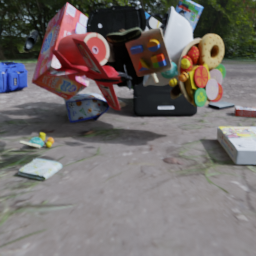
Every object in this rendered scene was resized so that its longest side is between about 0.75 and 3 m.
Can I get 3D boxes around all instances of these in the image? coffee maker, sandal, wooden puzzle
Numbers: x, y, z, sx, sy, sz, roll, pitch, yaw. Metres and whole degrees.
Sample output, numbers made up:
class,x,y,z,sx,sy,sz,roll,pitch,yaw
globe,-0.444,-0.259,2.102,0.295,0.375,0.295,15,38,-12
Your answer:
class,x,y,z,sx,sy,sz,roll,pitch,yaw
coffee maker,-0.028,-2.797,10.270,2.640,1.851,2.748,16,-22,13
sandal,-0.087,-1.988,6.036,0.779,0.309,0.222,-10,55,8
wooden puzzle,0.483,-1.826,6.964,0.997,1.077,0.249,-6,32,28

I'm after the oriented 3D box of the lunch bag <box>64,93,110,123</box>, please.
class,x,y,z,sx,sy,sz,roll,pitch,yaw
lunch bag,-1.846,-0.963,12.521,1.838,1.138,1.562,-14,21,-14

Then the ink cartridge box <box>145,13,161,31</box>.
class,x,y,z,sx,sy,sz,roll,pitch,yaw
ink cartridge box,0.826,-4.038,11.970,0.716,1.236,2.128,38,19,35

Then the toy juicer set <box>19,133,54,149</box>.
class,x,y,z,sx,sy,sz,roll,pitch,yaw
toy juicer set,-2.952,0.546,9.302,0.736,0.315,1.157,23,20,13

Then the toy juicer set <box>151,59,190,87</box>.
class,x,y,z,sx,sy,sz,roll,pitch,yaw
toy juicer set,1.205,-1.592,8.354,1.260,0.802,0.343,-3,-10,19

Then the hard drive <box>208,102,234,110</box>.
class,x,y,z,sx,sy,sz,roll,pitch,yaw
hard drive,4.853,-1.163,14.605,1.135,0.187,0.792,-11,21,-30

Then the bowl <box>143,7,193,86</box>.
class,x,y,z,sx,sy,sz,roll,pitch,yaw
bowl,1.573,-2.668,10.028,1.275,2.836,2.836,18,18,-4

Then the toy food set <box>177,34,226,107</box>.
class,x,y,z,sx,sy,sz,roll,pitch,yaw
toy food set,2.475,-1.787,9.189,2.275,2.252,0.553,-31,23,-33

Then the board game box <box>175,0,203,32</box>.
class,x,y,z,sx,sy,sz,roll,pitch,yaw
board game box,2.115,-4.067,10.437,0.925,1.223,0.224,39,43,22

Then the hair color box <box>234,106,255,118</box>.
class,x,y,z,sx,sy,sz,roll,pitch,yaw
hair color box,5.596,-0.745,13.044,1.155,0.369,0.641,6,19,14

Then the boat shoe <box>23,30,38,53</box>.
class,x,y,z,sx,sy,sz,roll,pitch,yaw
boat shoe,-3.593,-3.258,10.414,0.355,0.950,0.315,35,-21,-25

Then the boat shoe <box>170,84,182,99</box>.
class,x,y,z,sx,sy,sz,roll,pitch,yaw
boat shoe,1.983,-1.497,9.982,1.314,0.471,0.501,-36,-15,-13

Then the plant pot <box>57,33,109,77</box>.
class,x,y,z,sx,sy,sz,roll,pitch,yaw
plant pot,-1.176,-2.042,7.658,1.208,1.208,1.069,-16,13,-40

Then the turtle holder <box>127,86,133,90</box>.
class,x,y,z,sx,sy,sz,roll,pitch,yaw
turtle holder,0.852,-2.998,15.548,2.081,2.739,1.945,-29,27,13

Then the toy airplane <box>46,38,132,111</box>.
class,x,y,z,sx,sy,sz,roll,pitch,yaw
toy airplane,-0.998,-1.355,7.033,2.492,2.492,0.458,10,61,28

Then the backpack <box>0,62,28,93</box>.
class,x,y,z,sx,sy,sz,roll,pitch,yaw
backpack,-7.982,-3.318,18.381,2.015,1.951,2.401,15,22,31

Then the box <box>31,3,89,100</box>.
class,x,y,z,sx,sy,sz,roll,pitch,yaw
box,-2.227,-2.751,10.250,1.531,2.984,1.412,26,-34,-36

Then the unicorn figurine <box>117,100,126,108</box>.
class,x,y,z,sx,sy,sz,roll,pitch,yaw
unicorn figurine,-0.911,-1.383,14.685,1.934,0.714,1.328,32,24,34

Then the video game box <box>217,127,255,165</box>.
class,x,y,z,sx,sy,sz,roll,pitch,yaw
video game box,4.256,0.520,8.884,2.370,0.555,2.159,1,21,3

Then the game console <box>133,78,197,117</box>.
class,x,y,z,sx,sy,sz,roll,pitch,yaw
game console,1.683,-1.671,13.804,2.976,2.618,1.732,-1,-12,-2

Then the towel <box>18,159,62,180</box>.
class,x,y,z,sx,sy,sz,roll,pitch,yaw
towel,-2.375,1.128,7.581,0.914,0.220,0.782,7,22,19
